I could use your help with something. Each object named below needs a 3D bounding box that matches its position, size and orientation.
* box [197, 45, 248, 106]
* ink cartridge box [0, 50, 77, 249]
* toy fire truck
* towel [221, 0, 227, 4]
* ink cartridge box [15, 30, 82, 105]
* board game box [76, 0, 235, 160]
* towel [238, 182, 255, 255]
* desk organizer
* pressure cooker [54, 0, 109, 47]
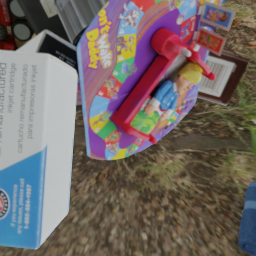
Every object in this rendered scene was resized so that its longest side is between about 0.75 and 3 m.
[{"bbox_3d":[1.292,-1.442,5.741,1.233,0.923,2.462,15,29,-6],"label":"box"},{"bbox_3d":[-1.537,0.094,2.380,1.982,1.432,0.839,4,3,4],"label":"ink cartridge box"},{"bbox_3d":[-3.728,-2.727,7.583,2.406,2.118,1.548,4,39,-5],"label":"toy fire truck"},{"bbox_3d":[2.723,-4.372,8.937,1.721,0.961,0.418,-35,14,-22],"label":"towel"},{"bbox_3d":[-1.176,-0.736,4.180,2.397,1.135,0.444,8,75,55],"label":"ink cartridge box"},{"bbox_3d":[0.475,-0.483,3.549,2.147,2.717,0.529,-27,51,-27],"label":"board game box"},{"bbox_3d":[2.816,1.823,5.666,0.937,0.407,1.678,17,44,19],"label":"towel"},{"bbox_3d":[-1.202,-1.706,5.710,0.947,2.640,1.016,-28,7,-3],"label":"desk organizer"},{"bbox_3d":[-0.510,-1.691,4.575,1.114,1.096,1.247,-24,84,-8],"label":"pressure cooker"}]
